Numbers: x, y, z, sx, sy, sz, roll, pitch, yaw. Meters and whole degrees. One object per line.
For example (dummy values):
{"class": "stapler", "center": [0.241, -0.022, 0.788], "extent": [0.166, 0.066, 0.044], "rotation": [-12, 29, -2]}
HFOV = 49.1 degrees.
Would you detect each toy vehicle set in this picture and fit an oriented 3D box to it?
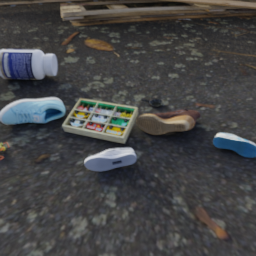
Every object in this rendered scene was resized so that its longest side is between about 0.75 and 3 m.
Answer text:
{"class": "toy vehicle set", "center": [-1.098, -0.334, 11.265], "extent": [2.643, 0.350, 1.642], "rotation": [10, 52, 18]}

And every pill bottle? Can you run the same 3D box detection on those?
{"class": "pill bottle", "center": [-5.199, -3.295, 14.629], "extent": [2.744, 1.524, 1.524], "rotation": [1, 37, 2]}

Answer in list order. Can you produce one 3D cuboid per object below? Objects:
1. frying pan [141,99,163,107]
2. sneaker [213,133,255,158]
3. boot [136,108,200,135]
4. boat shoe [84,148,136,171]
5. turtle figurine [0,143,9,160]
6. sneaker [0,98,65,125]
{"class": "frying pan", "center": [1.104, -1.124, 12.877], "extent": [1.028, 0.167, 0.622], "rotation": [-4, 36, -2]}
{"class": "sneaker", "center": [3.988, 0.564, 10.253], "extent": [1.618, 0.619, 0.654], "rotation": [20, 29, 21]}
{"class": "boot", "center": [1.682, -0.327, 11.528], "extent": [2.276, 0.824, 1.893], "rotation": [6, 20, 27]}
{"class": "boat shoe", "center": [-0.621, 1.046, 9.640], "extent": [1.770, 0.651, 0.578], "rotation": [-4, 33, -11]}
{"class": "turtle figurine", "center": [-4.823, 0.813, 10.165], "extent": [0.808, 0.323, 1.002], "rotation": [-6, 37, -7]}
{"class": "sneaker", "center": [-3.867, -0.605, 11.511], "extent": [2.636, 0.974, 1.080], "rotation": [-18, 36, -22]}
